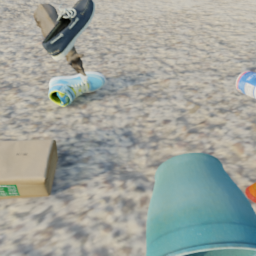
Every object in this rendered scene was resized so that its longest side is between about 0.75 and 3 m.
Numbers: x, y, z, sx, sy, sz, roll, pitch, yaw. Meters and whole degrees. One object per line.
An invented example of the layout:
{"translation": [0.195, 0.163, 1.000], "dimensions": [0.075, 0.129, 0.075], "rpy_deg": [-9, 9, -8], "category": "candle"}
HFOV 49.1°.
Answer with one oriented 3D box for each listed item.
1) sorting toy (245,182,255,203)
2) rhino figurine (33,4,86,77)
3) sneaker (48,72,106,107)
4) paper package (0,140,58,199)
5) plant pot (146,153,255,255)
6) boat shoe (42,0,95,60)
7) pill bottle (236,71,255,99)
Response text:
{"translation": [4.306, 1.418, 8.157], "dimensions": [2.075, 0.715, 0.719], "rpy_deg": [-23, 44, -25], "category": "sorting toy"}
{"translation": [-2.027, -2.622, 8.548], "dimensions": [0.784, 1.146, 2.621], "rpy_deg": [-32, 85, -13], "category": "rhino figurine"}
{"translation": [-2.138, -1.530, 11.646], "dimensions": [2.461, 0.979, 1.607], "rpy_deg": [-9, 37, 3], "category": "sneaker"}
{"translation": [-3.096, 1.190, 8.272], "dimensions": [1.766, 0.913, 1.683], "rpy_deg": [-1, 39, -3], "category": "paper package"}
{"translation": [1.093, 1.404, 4.440], "dimensions": [1.822, 1.822, 1.712], "rpy_deg": [-2, 46, -2], "category": "plant pot"}
{"translation": [-1.571, -2.754, 7.359], "dimensions": [0.763, 0.630, 2.037], "rpy_deg": [20, 73, 38], "category": "boat shoe"}
{"translation": [3.879, -1.204, 8.288], "dimensions": [0.706, 0.706, 1.258], "rpy_deg": [-15, 30, -18], "category": "pill bottle"}
